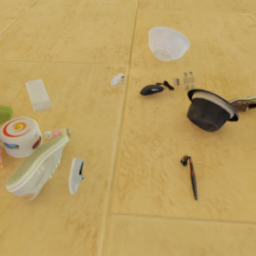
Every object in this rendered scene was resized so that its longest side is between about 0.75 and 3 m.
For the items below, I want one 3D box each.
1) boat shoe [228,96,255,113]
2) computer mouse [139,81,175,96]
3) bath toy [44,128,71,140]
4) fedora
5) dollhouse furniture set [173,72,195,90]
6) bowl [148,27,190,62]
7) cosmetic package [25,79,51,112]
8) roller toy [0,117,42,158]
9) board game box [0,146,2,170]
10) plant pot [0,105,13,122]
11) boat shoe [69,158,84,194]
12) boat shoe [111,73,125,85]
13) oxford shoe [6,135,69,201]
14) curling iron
[{"bbox_3d":[4.347,-0.840,10.598,1.454,0.537,0.538,-15,53,-7],"label":"boat shoe"},{"bbox_3d":[1.104,-1.718,11.545,1.447,0.333,1.016,-11,29,-7],"label":"computer mouse"},{"bbox_3d":[-2.425,0.216,9.645,0.869,0.321,0.378,-9,2,-13],"label":"bath toy"},{"bbox_3d":[2.700,-0.483,9.644,2.039,2.039,0.931,31,80,30],"label":"fedora"},{"bbox_3d":[2.332,-1.940,11.626,0.791,0.693,0.525,-5,5,28],"label":"dollhouse furniture set"},{"bbox_3d":[1.761,-3.743,13.126,2.046,2.046,0.920,19,81,20],"label":"bowl"},{"bbox_3d":[-3.628,-1.327,11.237,0.683,0.419,1.655,-16,45,-17],"label":"cosmetic package"},{"bbox_3d":[-3.460,0.261,9.088,1.331,0.930,1.214,-23,46,-21],"label":"roller toy"},{"bbox_3d":[-4.565,0.693,8.515,1.083,1.082,1.082,-14,44,-15],"label":"board game box"},{"bbox_3d":[-4.659,-0.515,10.162,0.818,0.861,0.861,4,41,-15],"label":"plant pot"},{"bbox_3d":[-1.440,1.378,7.972,0.367,0.359,1.030,3,82,14],"label":"boat shoe"},{"bbox_3d":[-0.407,-2.102,12.193,0.318,0.323,0.911,17,38,22],"label":"boat shoe"},{"bbox_3d":[-2.525,1.113,8.337,1.048,0.805,2.787,-22,21,25],"label":"oxford shoe"},{"bbox_3d":[1.861,1.454,8.322,0.378,0.195,1.524,-33,44,26],"label":"curling iron"}]
